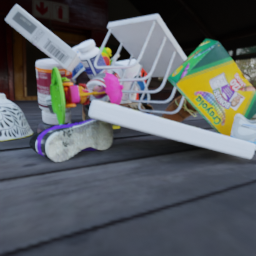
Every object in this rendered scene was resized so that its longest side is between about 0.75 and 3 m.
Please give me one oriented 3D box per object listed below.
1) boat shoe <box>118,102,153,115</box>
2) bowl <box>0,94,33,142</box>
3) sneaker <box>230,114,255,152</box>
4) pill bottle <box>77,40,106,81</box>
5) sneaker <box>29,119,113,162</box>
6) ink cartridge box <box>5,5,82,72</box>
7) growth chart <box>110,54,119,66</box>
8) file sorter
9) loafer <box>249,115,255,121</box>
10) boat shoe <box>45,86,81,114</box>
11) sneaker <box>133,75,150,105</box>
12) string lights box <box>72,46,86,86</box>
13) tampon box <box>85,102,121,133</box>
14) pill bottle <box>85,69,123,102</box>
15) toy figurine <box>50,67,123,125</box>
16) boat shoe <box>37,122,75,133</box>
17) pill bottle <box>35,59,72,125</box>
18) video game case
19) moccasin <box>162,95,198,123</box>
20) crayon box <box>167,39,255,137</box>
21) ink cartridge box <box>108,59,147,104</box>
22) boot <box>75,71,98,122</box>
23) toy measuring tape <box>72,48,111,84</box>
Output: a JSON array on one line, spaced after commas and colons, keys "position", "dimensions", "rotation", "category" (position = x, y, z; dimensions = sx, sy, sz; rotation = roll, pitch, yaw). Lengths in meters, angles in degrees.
[{"position": [0.232, -0.666, 10.939], "dimensions": [0.846, 0.892, 2.356], "rotation": [-20, -2, 31], "category": "boat shoe"}, {"position": [-4.118, -0.363, 8.037], "dimensions": [2.609, 1.224, 2.609], "rotation": [1, 7, 0], "category": "bowl"}, {"position": [3.281, 0.061, 5.932], "dimensions": [2.158, 0.935, 0.809], "rotation": [4, 7, 20], "category": "sneaker"}, {"position": [-1.366, -2.580, 10.819], "dimensions": [0.829, 1.433, 0.829], "rotation": [-16, 34, 11], "category": "pill bottle"}, {"position": [-1.178, 0.168, 5.924], "dimensions": [0.995, 0.695, 2.000], "rotation": [4, 9, 35], "category": "sneaker"}, {"position": [-2.450, -2.564, 8.738], "dimensions": [2.074, 0.728, 2.552], "rotation": [38, -3, -9], "category": "ink cartridge box"}, {"position": [-1.069, -1.999, 12.338], "dimensions": [0.245, 2.762, 1.999], "rotation": [27, -26, -21], "category": "growth chart"}, {"position": [0.542, -1.814, 8.733], "dimensions": [1.875, 1.683, 2.702], "rotation": [8, -21, 41], "category": "file sorter"}, {"position": [4.421, -0.470, 10.985], "dimensions": [0.754, 0.669, 1.984], "rotation": [-7, 10, -44], "category": "loafer"}, {"position": [-2.034, -0.935, 9.041], "dimensions": [0.628, 0.565, 1.776], "rotation": [-4, 21, 25], "category": "boat shoe"}, {"position": [0.617, -1.476, 11.138], "dimensions": [0.471, 1.257, 0.545], "rotation": [-19, -14, 20], "category": "sneaker"}, {"position": [-2.088, -2.530, 12.262], "dimensions": [0.548, 1.859, 0.955], "rotation": [14, 42, 41], "category": "string lights box"}, {"position": [-0.812, -0.335, 8.952], "dimensions": [0.879, 0.741, 1.173], "rotation": [-5, 19, -23], "category": "tampon box"}, {"position": [-0.721, -1.447, 9.214], "dimensions": [0.845, 0.845, 1.458], "rotation": [3, 36, 24], "category": "pill bottle"}, {"position": [-1.065, -0.895, 7.573], "dimensions": [1.813, 1.479, 1.970], "rotation": [-9, 4, -22], "category": "toy figurine"}, {"position": [-1.455, 0.107, 7.041], "dimensions": [1.636, 0.530, 0.588], "rotation": [-1, 7, -9], "category": "boat shoe"}, {"position": [-2.846, -1.410, 10.970], "dimensions": [1.345, 2.356, 1.345], "rotation": [2, 23, -1], "category": "pill bottle"}, {"position": [0.645, -0.077, 6.010], "dimensions": [2.970, 0.340, 2.703], "rotation": [14, 4, -8], "category": "video game case"}, {"position": [2.219, -0.840, 9.728], "dimensions": [2.347, 0.858, 0.906], "rotation": [-28, 2, 13], "category": "moccasin"}, {"position": [2.156, -0.878, 6.796], "dimensions": [2.189, 1.300, 0.638], "rotation": [41, 9, -25], "category": "crayon box"}, {"position": [0.280, -1.760, 12.141], "dimensions": [0.851, 2.424, 2.983], "rotation": [26, 30, 30], "category": "ink cartridge box"}, {"position": [-1.381, -1.573, 10.874], "dimensions": [0.877, 2.423, 2.016], "rotation": [1, -24, -26], "category": "boot"}, {"position": [-1.488, -2.513, 12.090], "dimensions": [0.914, 0.914, 2.485], "rotation": [9, 54, 49], "category": "toy measuring tape"}]
